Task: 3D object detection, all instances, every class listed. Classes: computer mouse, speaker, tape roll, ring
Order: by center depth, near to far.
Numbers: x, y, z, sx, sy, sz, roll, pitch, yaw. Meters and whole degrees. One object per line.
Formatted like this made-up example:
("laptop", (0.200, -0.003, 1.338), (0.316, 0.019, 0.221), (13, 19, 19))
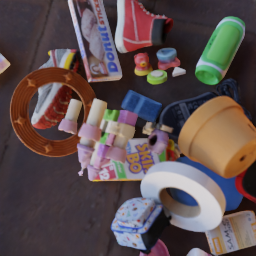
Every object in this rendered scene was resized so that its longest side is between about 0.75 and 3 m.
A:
("tape roll", (1.349, 1.775, 7.098), (2.164, 2.164, 0.395), (31, 49, 8))
("ring", (-1.962, -0.449, 7.920), (2.550, 0.245, 2.550), (-1, 92, -31))
("computer mouse", (2.193, -0.302, 8.368), (2.613, 0.689, 1.809), (-14, 78, -2))
("speaker", (2.910, -2.432, 8.825), (0.931, 0.931, 2.104), (28, 77, 7))

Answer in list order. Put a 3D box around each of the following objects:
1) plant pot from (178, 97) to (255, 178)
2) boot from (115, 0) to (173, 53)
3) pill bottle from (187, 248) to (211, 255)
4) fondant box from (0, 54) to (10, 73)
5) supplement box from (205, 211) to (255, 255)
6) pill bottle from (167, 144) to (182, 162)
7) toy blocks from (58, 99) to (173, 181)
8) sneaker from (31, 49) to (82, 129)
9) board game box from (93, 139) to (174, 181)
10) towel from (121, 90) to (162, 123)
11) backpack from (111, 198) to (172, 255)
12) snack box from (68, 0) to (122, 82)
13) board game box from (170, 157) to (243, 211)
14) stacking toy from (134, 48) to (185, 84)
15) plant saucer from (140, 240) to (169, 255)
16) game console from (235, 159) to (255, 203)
("plant pot", (2.398, 0.348, 7.004), (1.890, 1.890, 1.323), (-33, 49, -8))
("boot", (0.564, -3.586, 8.812), (1.743, 0.875, 2.417), (-5, 72, 22))
("pill bottle", (2.412, 4.100, 6.950), (2.215, 1.243, 1.243), (28, 77, 7))
("fondant box", (-4.799, -2.237, 8.994), (1.587, 0.462, 1.145), (42, 79, 9))
("supplement box", (2.846, 2.846, 7.653), (1.365, 0.502, 0.860), (-14, 75, -3))
("pill bottle", (1.229, 0.838, 8.214), (0.763, 0.428, 0.428), (-43, 79, -10))
("toy blocks", (-0.525, 0.520, 7.344), (2.336, 2.183, 1.966), (19, 85, -29))
("sneaker", (-2.319, -1.214, 8.545), (1.107, 1.049, 2.695), (12, 68, 11))
("board game box", (0.108, 0.912, 8.027), (2.416, 0.362, 1.154), (-3, 75, 9))
("towel", (0.421, -0.665, 8.678), (1.176, 0.285, 0.657), (26, 78, 6))
("backpack", (0.220, 2.473, 7.253), (1.317, 1.383, 1.065), (-22, 96, 38))
("snack box", (-1.050, -2.852, 8.790), (1.047, 0.354, 2.912), (-9, 77, -26))
("board game box", (2.223, 1.585, 8.058), (2.096, 0.408, 1.656), (-10, 81, 1))
("stacking toy", (0.966, -1.987, 8.535), (1.422, 0.601, 1.288), (-22, 40, -8))
("plant saucer", (0.657, 3.421, 7.270), (1.034, 0.262, 1.034), (24, 53, -36))
("game console", (4.242, 1.339, 7.824), (2.258, 0.350, 1.997), (31, 80, -8))
